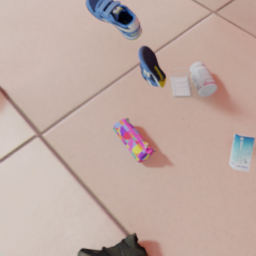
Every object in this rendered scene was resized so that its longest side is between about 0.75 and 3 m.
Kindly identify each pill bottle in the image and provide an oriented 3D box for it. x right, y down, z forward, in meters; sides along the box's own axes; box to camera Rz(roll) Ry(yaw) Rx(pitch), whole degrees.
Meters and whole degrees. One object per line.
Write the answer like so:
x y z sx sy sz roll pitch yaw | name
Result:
3.354 -2.228 12.640 0.836 0.836 1.474 -11 61 -6 | pill bottle

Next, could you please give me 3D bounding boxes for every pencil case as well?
0.213 0.467 11.078 0.865 0.865 1.956 -33 64 -18 | pencil case

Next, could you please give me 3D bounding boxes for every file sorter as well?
2.401 -2.048 12.624 0.770 0.691 1.110 -3 60 -1 | file sorter

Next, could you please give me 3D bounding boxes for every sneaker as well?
-0.504 -4.005 9.674 2.326 0.957 0.860 35 90 8 | sneaker
-0.435 3.968 9.022 2.263 0.865 1.296 12 59 3 | sneaker
0.616 -1.825 8.624 0.639 1.553 0.574 11 58 40 | sneaker

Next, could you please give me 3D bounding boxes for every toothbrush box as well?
2.654 0.566 6.576 0.342 0.588 0.803 9 94 7 | toothbrush box
